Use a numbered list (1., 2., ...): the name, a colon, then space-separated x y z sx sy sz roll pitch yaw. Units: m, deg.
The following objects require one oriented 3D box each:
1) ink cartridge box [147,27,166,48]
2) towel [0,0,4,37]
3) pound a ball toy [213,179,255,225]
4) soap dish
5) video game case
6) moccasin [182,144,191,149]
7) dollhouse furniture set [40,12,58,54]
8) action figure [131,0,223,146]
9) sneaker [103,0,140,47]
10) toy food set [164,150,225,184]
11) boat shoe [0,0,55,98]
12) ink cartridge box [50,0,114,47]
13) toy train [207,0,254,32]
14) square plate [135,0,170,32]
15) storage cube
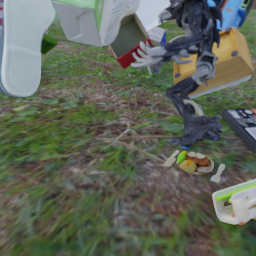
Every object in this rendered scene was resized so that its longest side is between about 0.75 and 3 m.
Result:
1. ink cartridge box: 0.278 -3.879 11.179 2.459 0.544 1.156 24 3 10
2. towel: -3.341 -2.575 7.097 1.261 1.751 0.199 -18 29 -31
3. pound a ball toy: 2.345 1.412 5.148 1.547 0.657 1.009 -12 -5 -21
4. soap dish: 1.858 -1.502 6.508 1.774 0.720 1.395 -17 44 28
5. video game case: 4.263 0.003 8.301 2.158 0.305 2.388 -2 28 -4
6. moccasin: 1.699 0.289 7.794 0.326 0.276 0.810 8 29 14
7. dollhouse furniture set: -2.569 -3.398 8.730 1.007 2.015 0.778 17 -24 -37
8. action figure: 0.866 -1.174 4.750 1.476 2.893 1.719 -3 0 22
9. sneaker: -0.255 -2.821 5.984 0.877 1.025 2.353 18 62 3
10. toy food set: 1.643 0.819 6.816 1.351 0.271 0.933 15 32 26
11. boat shoe: -2.300 -2.069 5.991 0.899 2.911 1.060 -1 -9 45
12. ink cartridge box: -0.365 -1.711 3.077 0.456 1.355 0.793 12 -10 3
13. toy train: 2.923 -3.502 9.084 1.529 2.676 1.160 26 -8 19
14. square plate: 0.556 -3.993 9.277 1.620 1.604 0.230 -30 -5 -8
15. storage cube: -0.037 -2.332 7.333 0.996 1.165 1.047 -32 -7 8
